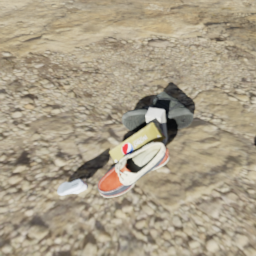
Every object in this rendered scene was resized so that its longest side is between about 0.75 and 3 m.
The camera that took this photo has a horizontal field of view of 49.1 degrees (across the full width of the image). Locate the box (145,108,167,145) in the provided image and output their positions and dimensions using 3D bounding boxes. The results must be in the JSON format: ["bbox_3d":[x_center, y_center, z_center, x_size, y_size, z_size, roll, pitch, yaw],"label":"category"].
[{"bbox_3d":[1.047,0.008,10.156,0.601,1.462,0.500,8,46,25],"label":"box"}]

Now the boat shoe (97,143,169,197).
[{"bbox_3d":[0.098,1.268,8.639,2.558,0.800,0.910,-31,65,4],"label":"boat shoe"}]

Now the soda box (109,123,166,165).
[{"bbox_3d":[0.311,0.572,9.380,1.836,0.622,0.588,-35,74,15],"label":"soda box"}]

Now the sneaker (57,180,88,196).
[{"bbox_3d":[-1.684,1.862,8.457,1.126,0.399,0.411,-19,44,36],"label":"sneaker"}]

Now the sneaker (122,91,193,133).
[{"bbox_3d":[1.027,-0.641,11.365,2.859,1.093,1.638,-8,39,-14],"label":"sneaker"}]
